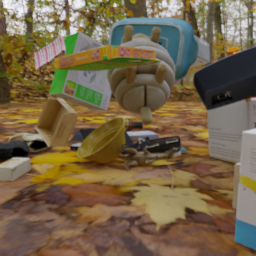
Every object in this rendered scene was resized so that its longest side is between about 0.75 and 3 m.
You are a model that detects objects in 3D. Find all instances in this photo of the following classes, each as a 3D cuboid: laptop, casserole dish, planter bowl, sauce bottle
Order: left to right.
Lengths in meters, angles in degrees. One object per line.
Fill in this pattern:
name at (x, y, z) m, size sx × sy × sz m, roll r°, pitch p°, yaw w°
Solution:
laptop at (-1.166, 0.715, 12.412) m, size 2.137 × 1.323 × 2.282 m, roll -2°, pitch 37°, yaw -29°
planter bowl at (-0.732, 0.599, 9.732) m, size 2.044 × 0.851 × 2.044 m, roll -32°, pitch 20°, yaw 13°
sauce bottle at (-0.252, -0.168, 16.530) m, size 2.233 × 0.723 × 0.723 m, roll -2°, pitch 8°, yaw -2°
casserole dish at (0.544, -2.363, 8.325) m, size 2.968 × 1.798 × 0.576 m, roll 11°, pitch 13°, yaw 22°

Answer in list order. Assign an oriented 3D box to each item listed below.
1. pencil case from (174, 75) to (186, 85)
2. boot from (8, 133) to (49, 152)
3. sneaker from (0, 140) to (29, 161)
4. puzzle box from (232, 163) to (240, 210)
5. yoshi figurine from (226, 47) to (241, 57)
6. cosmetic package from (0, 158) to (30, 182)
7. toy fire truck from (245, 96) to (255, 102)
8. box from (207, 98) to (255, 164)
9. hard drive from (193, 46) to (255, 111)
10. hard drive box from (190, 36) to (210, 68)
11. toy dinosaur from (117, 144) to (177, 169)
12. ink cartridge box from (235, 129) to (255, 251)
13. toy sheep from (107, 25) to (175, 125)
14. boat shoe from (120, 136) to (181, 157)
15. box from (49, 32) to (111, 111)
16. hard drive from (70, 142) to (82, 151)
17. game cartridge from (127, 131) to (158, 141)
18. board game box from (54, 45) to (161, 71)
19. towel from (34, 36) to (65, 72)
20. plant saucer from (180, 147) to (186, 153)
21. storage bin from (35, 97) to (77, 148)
pencil case at (1.514, -2.147, 10.320) m, size 0.509 × 1.190 × 0.499 m, roll -43°, pitch -6°, yaw -2°
boot at (-4.125, 0.628, 11.621) m, size 1.723 × 0.621 × 1.332 m, roll -1°, pitch 9°, yaw -14°
sneaker at (-4.484, 0.840, 9.900) m, size 1.984 × 0.753 × 0.901 m, roll -7°, pitch 16°, yaw -31°
puzzle box at (2.918, 1.194, 6.378) m, size 1.518 × 1.010 × 0.193 m, roll -5°, pitch 10°, yaw -35°
yoshi figurine at (3.856, -1.990, 9.855) m, size 0.879 × 1.571 × 0.883 m, roll 16°, pitch 41°, yaw 30°
cosmetic package at (-3.418, 1.218, 8.309) m, size 0.585 × 0.395 × 1.112 m, roll 1°, pitch 8°, yaw 5°
toy fire truck at (3.202, -1.057, 7.626) m, size 0.327 × 0.947 × 1.343 m, roll -13°, pitch -23°, yaw 16°
box at (4.414, 0.026, 9.688) m, size 2.430 × 2.092 × 2.442 m, roll -4°, pitch 3°, yaw -14°
hard drive at (2.893, -1.366, 6.913) m, size 2.446 × 0.518 × 1.650 m, roll -20°, pitch 31°, yaw 11°
hard drive box at (1.917, -2.891, 11.103) m, size 2.063 × 0.792 × 1.607 m, roll -6°, pitch -9°, yaw 43°
toy dinosaur at (0.216, 1.013, 9.443) m, size 2.748 × 0.800 × 1.390 m, roll -2°, pitch -10°, yaw 26°
ink cartridge box at (2.759, 0.992, 4.576) m, size 1.410 × 1.922 × 1.403 m, roll -8°, pitch 11°, yaw -42°
toy sheep at (0.328, -1.301, 7.023) m, size 1.903 × 2.760 × 1.903 m, roll 1°, pitch -32°, yaw 1°
boat shoe at (0.766, 0.691, 10.564) m, size 2.516 × 0.759 × 0.929 m, roll -1°, pitch 12°, yaw -1°
box at (-1.714, -2.185, 11.431) m, size 2.204 × 2.498 × 1.208 m, roll 20°, pitch -9°, yaw -39°
hard drive at (-1.717, 0.805, 11.724) m, size 1.188 × 0.225 × 0.830 m, roll 3°, pitch 8°, yaw 23°
game cartridge at (0.542, 0.415, 14.054) m, size 1.775 × 0.369 × 1.182 m, roll -3°, pitch 5°, yaw -18°
board game box at (-0.488, -1.354, 5.620) m, size 1.087 × 0.341 × 2.276 m, roll -7°, pitch 12°, yaw -39°
towel at (-2.860, -2.687, 10.106) m, size 1.330 × 0.973 × 0.199 m, roll -29°, pitch -38°, yaw 12°
plant saucer at (1.776, 0.796, 11.985) m, size 0.657 × 0.178 × 1.879 m, roll -3°, pitch 10°, yaw -16°
storage bin at (-1.626, -0.139, 6.356) m, size 0.414 × 0.878 × 0.884 m, roll 13°, pitch 19°, yaw -43°
